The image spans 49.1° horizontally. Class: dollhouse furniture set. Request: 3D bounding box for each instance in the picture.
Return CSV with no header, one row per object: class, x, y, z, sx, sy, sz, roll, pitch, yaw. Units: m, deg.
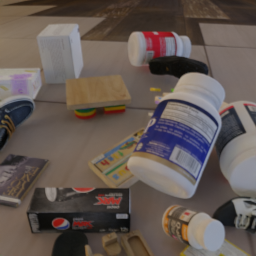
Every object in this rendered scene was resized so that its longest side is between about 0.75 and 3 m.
dollhouse furniture set,-0.091,2.225,4.890,1.209,0.985,1.150,-15,36,-21

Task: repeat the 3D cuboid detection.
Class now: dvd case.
dvd case,-2.943,1.274,7.142,1.234,0.133,1.660,7,34,11

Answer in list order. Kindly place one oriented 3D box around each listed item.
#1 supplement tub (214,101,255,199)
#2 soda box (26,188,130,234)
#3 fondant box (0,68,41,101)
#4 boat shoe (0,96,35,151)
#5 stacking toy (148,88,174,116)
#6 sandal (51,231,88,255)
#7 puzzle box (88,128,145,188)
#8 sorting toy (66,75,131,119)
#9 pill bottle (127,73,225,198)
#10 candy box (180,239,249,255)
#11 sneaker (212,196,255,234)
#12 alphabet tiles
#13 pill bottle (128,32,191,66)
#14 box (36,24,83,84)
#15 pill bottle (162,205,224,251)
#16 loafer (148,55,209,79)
supplement tub,3.006,0.482,6.998,1.589,1.589,2.265,3,33,4
soda box,-0.987,1.739,5.942,2.080,0.659,0.736,0,33,0
fondant box,-4.404,-1.700,10.592,1.892,0.764,2.623,-3,22,-10
boat shoe,-3.777,0.041,8.355,1.283,1.000,2.826,26,48,33
stacking toy,1.073,-0.759,8.579,0.279,0.894,1.186,-1,9,-35
sandal,-1.079,2.646,4.636,0.869,0.553,2.311,-4,33,-6
puzzle box,0.089,0.798,7.431,1.974,0.251,1.313,-32,44,-25
sorting toy,-1.144,-1.115,10.251,2.132,0.746,2.145,-7,34,-9
pill bottle,1.231,0.106,6.503,1.576,1.576,2.634,18,67,26
candy box,1.895,2.579,5.029,1.749,0.231,0.894,28,40,37
sneaker,2.628,1.856,5.778,1.721,0.638,0.762,-7,31,-9
alphabet tiles,2.339,-0.745,9.515,2.707,0.198,2.648,1,21,-17
pill bottle,1.482,-3.715,13.194,2.730,1.532,1.532,-6,33,-19
box,-2.913,-3.313,12.400,1.371,2.097,2.086,-1,33,2
pill bottle,1.208,1.884,5.301,0.647,0.647,1.112,-21,8,-29
loafer,2.097,-2.546,11.502,0.998,0.966,2.844,-34,35,-32
